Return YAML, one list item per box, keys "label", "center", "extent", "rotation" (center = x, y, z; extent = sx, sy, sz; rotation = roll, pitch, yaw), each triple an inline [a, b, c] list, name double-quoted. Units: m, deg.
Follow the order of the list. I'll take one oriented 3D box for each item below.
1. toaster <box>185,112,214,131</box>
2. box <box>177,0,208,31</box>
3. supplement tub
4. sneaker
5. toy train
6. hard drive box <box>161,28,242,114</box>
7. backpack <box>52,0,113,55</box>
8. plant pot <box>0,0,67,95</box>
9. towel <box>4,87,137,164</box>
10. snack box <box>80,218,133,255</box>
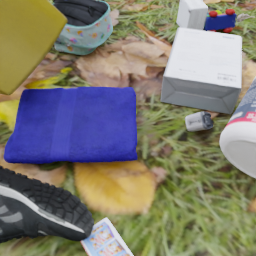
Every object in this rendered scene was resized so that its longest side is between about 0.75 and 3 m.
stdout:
- label: "toaster"
  center: [1.748, -0.149, 6.901]
  extent: [0.495, 0.767, 0.436]
  rotation: [-13, 85, 35]
- label: "box"
  center: [2.277, -4.050, 10.065]
  extent: [0.656, 1.004, 0.998]
  rotation: [-8, 50, -10]
- label: "supplement tub"
  center: [3.255, -0.239, 5.954]
  extent: [1.750, 1.750, 2.494]
  rotation: [28, 68, 22]
- label: "sneaker"
  center: [-2.064, 1.637, 5.286]
  extent: [2.842, 1.076, 1.244]
  rotation: [22, 97, 6]
- label: "toy train"
  center: [3.532, -4.039, 10.306]
  extent: [1.836, 0.777, 1.062]
  rotation: [-11, 37, -9]
- label: "hard drive box"
  center: [2.150, -1.739, 8.070]
  extent: [1.957, 0.964, 2.511]
  rotation: [12, 50, 10]
- label: "backpack"
  center: [-1.543, -3.319, 9.042]
  extent: [2.060, 1.579, 1.811]
  rotation: [14, 52, 24]
- label: "plant pot"
  center: [-3.220, -2.030, 5.920]
  extent: [2.415, 2.415, 2.130]
  rotation: [13, 79, 31]
- label: "towel"
  center: [-1.249, -0.062, 6.729]
  extent: [2.925, 0.725, 2.160]
  rotation: [-1, 54, 2]
- label: "snack box"
  center: [-0.154, 2.492, 4.933]
  extent: [0.653, 0.221, 1.815]
  rotation: [-28, 55, -22]
